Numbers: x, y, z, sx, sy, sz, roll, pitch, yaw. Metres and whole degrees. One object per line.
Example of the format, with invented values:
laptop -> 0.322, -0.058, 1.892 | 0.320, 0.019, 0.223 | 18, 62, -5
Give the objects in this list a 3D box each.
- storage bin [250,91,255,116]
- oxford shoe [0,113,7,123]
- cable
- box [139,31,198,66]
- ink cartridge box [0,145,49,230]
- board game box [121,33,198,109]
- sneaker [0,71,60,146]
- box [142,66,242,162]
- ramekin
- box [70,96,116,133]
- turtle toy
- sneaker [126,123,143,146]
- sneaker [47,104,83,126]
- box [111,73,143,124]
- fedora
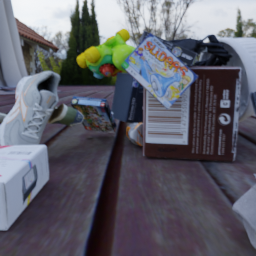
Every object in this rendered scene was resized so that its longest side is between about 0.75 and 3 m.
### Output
storage bin -> 3.716, -0.546, 6.891 | 1.190, 0.866, 0.799 | 13, -27, -38
oxford shoe -> -5.974, -0.340, 12.105 | 1.672, 0.629, 0.483 | 3, 50, -24
cable -> 2.020, -2.332, 9.447 | 2.181, 0.679, 2.673 | 9, -15, -44
box -> 1.081, -2.016, 7.179 | 1.422, 0.315, 1.139 | 26, 18, 8
ink cartridge box -> -2.345, 0.909, 4.859 | 1.395, 0.809, 1.890 | 0, 13, 3
board game box -> 0.713, -1.296, 6.470 | 1.489, 1.008, 0.256 | 43, 3, 1
sneaker -> -2.360, -0.364, 6.990 | 1.215, 2.641, 1.000 | -18, -32, 35
box -> 1.760, -0.590, 8.280 | 2.369, 2.393, 2.884 | 2, 12, 10
ramekin -> 3.765, -1.680, 9.518 | 1.497, 2.852, 2.852 | -15, 15, -14
box -> -1.077, -0.397, 9.119 | 1.100, 0.304, 1.611 | 6, -29, 14
turtle toy -> -0.612, -2.680, 10.631 | 2.009, 1.393, 2.756 | -38, 18, -19
sneaker -> 0.250, 0.172, 8.982 | 0.706, 0.715, 1.827 | 2, 3, 14
sneaker -> -1.783, -0.276, 7.963 | 0.732, 0.547, 1.631 | 23, -13, -25
box -> 0.700, -1.003, 10.597 | 2.335, 1.733, 1.250 | 7, 7, -33
fedora -> 1.752, 1.187, 3.674 | 0.546, 1.069, 1.209 | -29, 0, 10
